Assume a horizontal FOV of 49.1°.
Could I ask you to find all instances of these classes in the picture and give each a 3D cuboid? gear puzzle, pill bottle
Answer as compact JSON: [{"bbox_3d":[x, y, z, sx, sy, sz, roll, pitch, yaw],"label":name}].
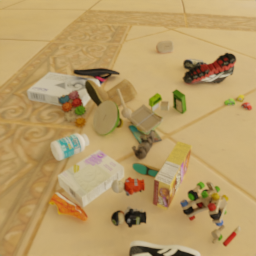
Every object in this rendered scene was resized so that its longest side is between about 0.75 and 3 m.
[{"bbox_3d":[-2.250,-0.758,11.475,0.963,0.243,1.859,-25,61,-5],"label":"gear puzzle"},{"bbox_3d":[-1.991,0.611,9.702,1.228,0.680,0.680,-22,42,-29],"label":"pill bottle"}]

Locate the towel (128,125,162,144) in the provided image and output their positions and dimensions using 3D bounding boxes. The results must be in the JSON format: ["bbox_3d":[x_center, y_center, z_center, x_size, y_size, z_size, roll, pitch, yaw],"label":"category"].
[{"bbox_3d":[0.635,0.190,10.735,0.909,0.135,1.240,-14,39,-16],"label":"towel"}]

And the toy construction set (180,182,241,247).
[{"bbox_3d":[2.318,2.091,7.343,1.202,1.304,1.564,-28,71,-30],"label":"toy construction set"}]

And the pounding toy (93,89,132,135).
[{"bbox_3d":[-0.507,-0.431,10.782,0.801,1.727,1.333,18,40,-46],"label":"pounding toy"}]

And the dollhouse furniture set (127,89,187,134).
[{"bbox_3d":[1.212,-0.509,11.392,2.519,0.973,1.259,-37,53,-17],"label":"dollhouse furniture set"}]

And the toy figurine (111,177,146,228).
[{"bbox_3d":[-0.024,1.935,7.348,0.871,1.232,1.251,-2,78,-4],"label":"toy figurine"}]

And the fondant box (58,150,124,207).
[{"bbox_3d":[-1.134,1.506,8.704,1.212,0.489,1.680,30,46,34],"label":"fondant box"}]

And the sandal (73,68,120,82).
[{"bbox_3d":[-1.553,-2.592,13.840,2.525,0.569,0.948,-11,26,-37],"label":"sandal"}]

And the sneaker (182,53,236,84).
[{"bbox_3d":[4.043,-2.638,13.834,2.644,1.292,0.934,-21,50,10],"label":"sneaker"}]

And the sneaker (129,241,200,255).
[{"bbox_3d":[0.792,3.190,6.378,1.639,0.599,0.917,2,46,12],"label":"sneaker"}]

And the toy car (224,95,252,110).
[{"bbox_3d":[4.819,-1.171,12.422,1.071,0.254,1.138,-1,37,-2],"label":"toy car"}]

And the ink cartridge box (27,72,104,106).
[{"bbox_3d":[-2.851,-1.999,13.267,2.721,0.553,2.726,11,39,14],"label":"ink cartridge box"}]

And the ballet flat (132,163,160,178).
[{"bbox_3d":[0.654,1.377,9.069,1.079,0.370,0.340,20,17,18],"label":"ballet flat"}]

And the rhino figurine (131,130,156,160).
[{"bbox_3d":[0.636,0.553,9.844,0.431,0.630,1.442,5,36,33],"label":"rhino figurine"}]

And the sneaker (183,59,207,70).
[{"bbox_3d":[3.868,-3.363,14.995,1.783,0.687,0.759,32,43,34],"label":"sneaker"}]

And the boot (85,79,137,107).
[{"bbox_3d":[-0.736,-1.659,12.251,1.967,1.723,0.650,-38,10,-36],"label":"boot"}]

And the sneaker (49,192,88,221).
[{"bbox_3d":[-1.656,2.287,7.825,1.259,0.459,0.485,24,72,26],"label":"sneaker"}]

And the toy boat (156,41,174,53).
[{"bbox_3d":[2.228,-4.945,17.201,1.069,0.698,0.699,-8,8,-12],"label":"toy boat"}]

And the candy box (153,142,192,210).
[{"bbox_3d":[1.339,1.387,8.377,0.522,1.079,1.849,19,42,24],"label":"candy box"}]
